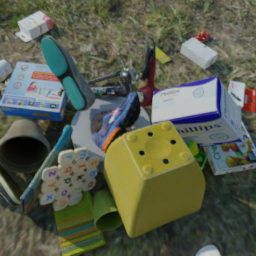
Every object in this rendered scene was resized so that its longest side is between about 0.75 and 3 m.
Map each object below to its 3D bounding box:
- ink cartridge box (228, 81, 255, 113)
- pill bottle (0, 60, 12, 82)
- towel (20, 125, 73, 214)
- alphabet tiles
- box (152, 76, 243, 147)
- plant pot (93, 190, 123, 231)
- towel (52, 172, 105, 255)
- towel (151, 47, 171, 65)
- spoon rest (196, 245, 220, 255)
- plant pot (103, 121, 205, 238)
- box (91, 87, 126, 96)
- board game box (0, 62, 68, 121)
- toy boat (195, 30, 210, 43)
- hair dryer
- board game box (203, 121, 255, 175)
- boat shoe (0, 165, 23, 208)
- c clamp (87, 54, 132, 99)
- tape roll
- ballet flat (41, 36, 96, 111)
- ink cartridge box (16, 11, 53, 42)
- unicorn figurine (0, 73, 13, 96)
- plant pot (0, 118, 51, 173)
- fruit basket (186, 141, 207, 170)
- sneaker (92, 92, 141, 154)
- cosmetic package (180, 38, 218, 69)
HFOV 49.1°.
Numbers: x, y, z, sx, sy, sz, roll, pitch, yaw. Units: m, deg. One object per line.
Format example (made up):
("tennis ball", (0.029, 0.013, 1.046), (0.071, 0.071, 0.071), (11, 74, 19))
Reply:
("ink cartridge box", (4.628, -1.270, 11.354), (1.110, 0.278, 1.279), (13, 57, 10))
("pill bottle", (-5.600, -2.238, 11.737), (0.770, 0.770, 1.347), (33, 61, 20))
("towel", (-2.466, 1.259, 8.486), (0.275, 1.858, 2.533), (29, 57, -2))
("alphabet tiles", (-1.692, 1.503, 8.234), (1.905, 1.948, 0.142), (-10, 29, -43))
("box", (2.233, -0.342, 8.950), (2.139, 2.326, 1.220), (-10, 61, 36))
("plant pot", (-0.675, 2.428, 8.528), (0.939, 0.939, 1.004), (-17, 41, -11))
("towel", (-1.738, 2.445, 8.815), (1.251, 0.263, 2.908), (-16, 57, -12))
("towel", (1.413, -3.369, 12.935), (0.523, 0.110, 1.216), (-28, 59, -24))
("spoon rest", (1.726, 3.929, 6.789), (0.711, 2.346, 1.165), (19, 16, -8))
("plant pot", (0.656, 1.126, 7.418), (2.253, 2.305, 2.238), (-18, 55, -14))
("box", (-1.033, -1.391, 10.746), (1.655, 1.130, 0.312), (0, 98, 21))
("board game box", (-3.273, -1.366, 10.277), (2.130, 0.595, 2.086), (7, 58, 1))
("toy boat", (3.568, -4.448, 13.419), (0.773, 0.506, 0.505), (-31, 61, -19))
("hair dryer", (0.854, -1.698, 9.946), (0.710, 2.614, 1.991), (26, 73, 35))
("board game box", (3.470, 0.345, 10.136), (1.637, 0.449, 2.593), (-10, 56, -6))
("boat shoe", (-4.386, 1.660, 9.000), (0.900, 0.978, 2.738), (-44, 65, -14))
("c clamp", (-0.976, -1.808, 11.711), (2.597, 0.352, 2.218), (-25, 66, -14))
("tape roll", (-0.594, 0.192, 9.963), (2.780, 0.918, 2.780), (0, 56, 0))
("ballet flat", (-1.990, -1.851, 9.539), (2.716, 0.915, 0.865), (62, 36, -10))
("ink cartridge box", (-4.671, -4.977, 13.756), (0.958, 0.555, 1.645), (37, 63, 23))
("unicorn figurine", (-3.665, -1.563, 11.160), (2.579, 0.952, 1.771), (-30, 80, -10))
("plant pot", (-3.493, 0.470, 9.530), (1.657, 1.657, 1.438), (-11, 39, -8))
("fruit basket", (2.055, 0.931, 9.217), (1.040, 1.040, 0.750), (25, 66, 16))
("sneaker", (-0.376, -0.283, 9.077), (0.915, 0.879, 2.333), (23, 67, 27))
("cosmetic package", (3.191, -3.377, 12.659), (0.763, 0.555, 1.500), (-37, 64, -23))
